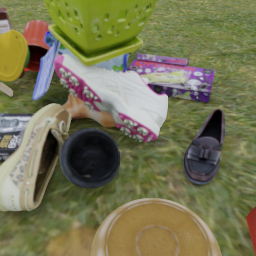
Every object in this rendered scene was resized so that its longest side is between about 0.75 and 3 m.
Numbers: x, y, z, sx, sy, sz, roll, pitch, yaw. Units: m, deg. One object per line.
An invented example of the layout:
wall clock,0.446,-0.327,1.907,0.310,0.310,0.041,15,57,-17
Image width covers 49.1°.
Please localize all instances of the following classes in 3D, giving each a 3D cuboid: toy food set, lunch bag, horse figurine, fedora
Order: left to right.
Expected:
toy food set,-3.426,-1.961,8.307,1.057,1.797,0.587,26,15,8
fedora,-0.757,0.575,5.178,1.199,1.199,0.548,-35,8,-38
lunch bag,-1.181,-2.342,8.221,2.284,1.456,1.942,8,10,-10
horse figurine,-0.657,-0.632,7.221,2.762,0.689,1.831,16,52,10

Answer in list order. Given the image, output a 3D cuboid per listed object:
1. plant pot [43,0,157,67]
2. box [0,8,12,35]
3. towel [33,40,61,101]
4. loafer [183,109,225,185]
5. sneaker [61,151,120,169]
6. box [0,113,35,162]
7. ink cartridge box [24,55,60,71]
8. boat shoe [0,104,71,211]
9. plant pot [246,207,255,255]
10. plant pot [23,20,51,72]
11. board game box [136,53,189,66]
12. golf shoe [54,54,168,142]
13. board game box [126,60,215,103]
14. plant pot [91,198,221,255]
plant pot,-0.621,-2.346,5.619,1.757,1.602,1.765,-28,57,-30
box,-4.904,-3.245,9.871,1.606,1.623,1.956,-16,29,-18
towel,-2.151,-1.405,7.197,0.213,1.296,1.790,15,-8,-25
loafer,1.699,0.303,6.062,0.746,0.654,2.076,15,39,19
sneaker,-0.791,0.669,5.837,1.232,0.459,0.521,-13,23,-21
box,-2.659,0.186,6.443,1.122,0.354,1.423,1,35,-3
ink cartridge box,-3.191,-2.519,10.189,1.395,0.350,1.132,-12,37,-20
boat shoe,-1.638,0.495,5.532,0.828,0.968,2.641,1,44,15
plant pot,2.394,1.534,4.380,0.760,0.670,0.759,4,37,5
plant pot,-2.992,-2.779,9.313,1.319,1.319,1.283,-2,63,-2
board game box,1.235,-2.395,9.805,1.693,0.273,1.016,11,11,15
golf shoe,-0.321,-0.858,6.297,2.768,1.042,1.267,36,70,-7
board game box,1.257,-1.547,8.847,2.730,0.441,1.639,11,33,15
plant pot,0.437,1.834,4.281,2.021,0.278,2.021,1,36,-1
